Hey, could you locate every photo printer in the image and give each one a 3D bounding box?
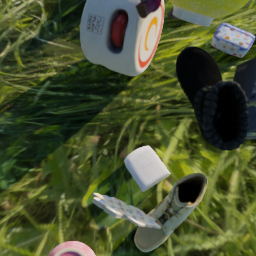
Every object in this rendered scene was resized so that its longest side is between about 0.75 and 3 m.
[{"bbox_3d":[0.457,1.022,7.390,0.864,0.361,1.039,-30,65,-14],"label":"photo printer"}]

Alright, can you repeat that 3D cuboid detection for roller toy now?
[{"bbox_3d":[-0.201,-2.960,8.255,1.897,2.714,2.476,21,68,14],"label":"roller toy"}]

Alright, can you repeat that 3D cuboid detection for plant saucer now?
[{"bbox_3d":[-1.304,3.197,6.259,1.253,0.318,1.253,0,63,0],"label":"plant saucer"}]

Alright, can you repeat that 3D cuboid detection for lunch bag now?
[{"bbox_3d":[3.531,-3.017,9.487,1.305,0.493,1.045,32,65,15],"label":"lunch bag"}]

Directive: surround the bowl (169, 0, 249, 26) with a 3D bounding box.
[{"bbox_3d":[1.658,-3.076,6.346,2.338,1.258,2.338,13,29,-7],"label":"bowl"}]

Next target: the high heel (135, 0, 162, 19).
[{"bbox_3d":[0.314,-3.271,6.034,0.547,1.621,0.779,16,53,32],"label":"high heel"}]

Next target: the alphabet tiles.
[{"bbox_3d":[-0.042,1.304,4.374,1.059,1.082,0.079,20,84,43],"label":"alphabet tiles"}]

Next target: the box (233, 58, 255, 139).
[{"bbox_3d":[2.676,-0.628,5.357,0.538,2.107,1.662,18,84,-10],"label":"box"}]

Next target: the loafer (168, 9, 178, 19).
[{"bbox_3d":[2.039,-4.323,10.232,1.208,0.381,0.434,-12,63,-6],"label":"loafer"}]

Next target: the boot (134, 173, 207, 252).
[{"bbox_3d":[0.938,1.888,6.264,1.966,1.528,0.716,-36,68,-17],"label":"boot"}]

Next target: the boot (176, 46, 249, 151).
[{"bbox_3d":[1.457,-0.664,5.034,0.826,1.641,2.194,-23,81,12],"label":"boot"}]
